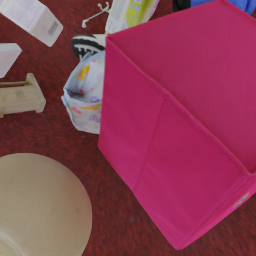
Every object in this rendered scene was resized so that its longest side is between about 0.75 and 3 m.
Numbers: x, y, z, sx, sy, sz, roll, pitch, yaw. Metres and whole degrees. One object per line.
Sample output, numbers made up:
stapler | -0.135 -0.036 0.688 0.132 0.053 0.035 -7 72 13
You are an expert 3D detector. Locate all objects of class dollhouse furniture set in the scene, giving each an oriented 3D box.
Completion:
dollhouse furniture set | -3.942 -0.068 7.930 2.836 1.998 1.987 -13 64 -38

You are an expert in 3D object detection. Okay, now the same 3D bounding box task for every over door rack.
over door rack | -0.756 -3.919 10.011 1.087 0.490 1.471 33 62 14

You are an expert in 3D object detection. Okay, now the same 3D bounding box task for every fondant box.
fondant box | -2.763 -2.925 6.388 2.308 1.665 0.672 34 94 -4

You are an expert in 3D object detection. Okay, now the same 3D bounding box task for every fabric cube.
fabric cube | 1.434 -0.103 5.382 2.941 2.989 2.998 -26 60 -27

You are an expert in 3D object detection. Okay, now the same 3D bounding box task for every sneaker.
sneaker | -0.516 -2.639 9.387 2.801 1.032 1.120 12 51 2

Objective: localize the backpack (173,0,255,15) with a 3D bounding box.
backpack | 2.023 -3.326 6.443 1.994 1.931 2.376 0 42 10

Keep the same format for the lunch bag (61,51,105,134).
lunch bag | -0.461 -1.029 7.819 2.687 2.279 1.708 -27 71 -10

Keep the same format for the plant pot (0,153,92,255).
plant pot | -1.790 1.692 4.244 2.323 1.560 2.323 0 98 -1

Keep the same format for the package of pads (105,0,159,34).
package of pads | 0.393 -4.310 8.886 1.012 2.292 2.967 27 44 1

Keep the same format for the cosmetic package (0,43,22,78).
cosmetic package | -2.397 -1.215 5.176 0.198 0.577 0.765 47 116 -2
